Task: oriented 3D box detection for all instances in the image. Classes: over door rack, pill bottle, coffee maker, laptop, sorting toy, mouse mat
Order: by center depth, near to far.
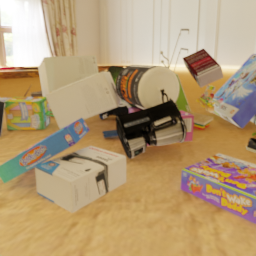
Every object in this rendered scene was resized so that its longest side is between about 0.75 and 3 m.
[{"bbox_3d":[0.502,-0.081,7.429,1.615,1.087,1.551,-16,40,-9],"label":"coffee maker"},{"bbox_3d":[0.433,-1.354,9.138,1.383,1.383,2.603,-6,15,-21],"label":"pill bottle"},{"bbox_3d":[2.425,-0.249,10.097,0.975,0.341,0.981,18,23,30],"label":"sorting toy"},{"bbox_3d":[-0.286,-1.696,12.211,2.756,2.218,0.104,17,-18,34],"label":"mouse mat"},{"bbox_3d":[1.955,-3.126,12.612,0.757,2.273,1.679,26,-10,17],"label":"over door rack"},{"bbox_3d":[-5.311,-1.474,13.260,1.327,0.769,1.243,-1,30,-3],"label":"laptop"}]

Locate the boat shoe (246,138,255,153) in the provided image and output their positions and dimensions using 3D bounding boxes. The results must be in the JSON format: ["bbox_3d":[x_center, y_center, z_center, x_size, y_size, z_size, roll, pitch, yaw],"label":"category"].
[{"bbox_3d":[3.728,0.545,7.472,0.436,0.363,1.168,-10,20,-37],"label":"boat shoe"}]

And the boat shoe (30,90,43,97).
[{"bbox_3d":[-4.290,-2.026,15.736,2.413,0.718,0.867,-7,18,-24],"label":"boat shoe"}]

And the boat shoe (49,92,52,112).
[{"bbox_3d":[-2.434,-1.291,12.549,1.078,0.970,2.988,7,12,26],"label":"boat shoe"}]

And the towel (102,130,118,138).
[{"bbox_3d":[-0.363,0.166,8.820,0.845,0.205,0.472,-5,-3,-18],"label":"towel"}]

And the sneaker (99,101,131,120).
[{"bbox_3d":[-0.550,-0.580,11.018,1.877,0.686,1.050,35,71,27],"label":"sneaker"}]

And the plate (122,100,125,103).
[{"bbox_3d":[-0.222,-1.417,11.764,0.765,0.765,0.098,7,0,22],"label":"plate"}]

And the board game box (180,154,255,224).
[{"bbox_3d":[2.225,1.121,5.285,1.364,0.454,2.029,-14,21,-40],"label":"board game box"}]

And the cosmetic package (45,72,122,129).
[{"bbox_3d":[-1.446,-1.028,9.743,2.042,1.256,2.036,-22,9,6],"label":"cosmetic package"}]

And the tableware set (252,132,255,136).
[{"bbox_3d":[4.277,0.144,8.921,0.781,0.120,0.526,-1,-27,-45],"label":"tableware set"}]

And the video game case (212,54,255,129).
[{"bbox_3d":[4.535,-1.541,10.620,0.659,2.902,2.630,39,8,-13],"label":"video game case"}]

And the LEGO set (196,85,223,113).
[{"bbox_3d":[2.934,-1.097,10.009,0.820,0.663,1.782,31,23,17],"label":"LEGO set"}]

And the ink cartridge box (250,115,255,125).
[{"bbox_3d":[5.414,-0.497,10.078,1.579,0.895,2.154,0,16,1],"label":"ink cartridge box"}]

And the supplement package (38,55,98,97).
[{"bbox_3d":[-2.975,-2.423,14.114,2.552,1.937,1.922,-9,1,-25],"label":"supplement package"}]

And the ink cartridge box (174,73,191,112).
[{"bbox_3d":[1.762,-1.076,10.432,0.869,1.696,2.295,-27,22,-5],"label":"ink cartridge box"}]

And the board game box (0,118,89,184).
[{"bbox_3d":[-1.775,0.436,6.069,1.737,0.391,1.321,-30,8,8],"label":"board game box"}]

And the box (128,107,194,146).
[{"bbox_3d":[0.989,-0.143,8.977,1.528,0.840,1.737,-5,16,-17],"label":"box"}]

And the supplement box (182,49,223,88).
[{"bbox_3d":[2.488,-2.045,9.439,0.820,0.459,1.506,-23,40,7],"label":"supplement box"}]

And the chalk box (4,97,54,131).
[{"bbox_3d":[-3.366,-0.536,9.975,1.656,1.025,1.030,-2,15,-3],"label":"chalk box"}]

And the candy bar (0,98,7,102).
[{"bbox_3d":[-6.425,-1.384,14.189,2.527,0.280,0.630,1,30,6],"label":"candy bar"}]

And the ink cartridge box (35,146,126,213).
[{"bbox_3d":[-0.902,0.932,5.608,1.085,0.632,1.500,13,20,37],"label":"ink cartridge box"}]

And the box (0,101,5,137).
[{"bbox_3d":[-5.253,-0.456,8.674,2.183,1.169,1.620,3,9,-43],"label":"box"}]
